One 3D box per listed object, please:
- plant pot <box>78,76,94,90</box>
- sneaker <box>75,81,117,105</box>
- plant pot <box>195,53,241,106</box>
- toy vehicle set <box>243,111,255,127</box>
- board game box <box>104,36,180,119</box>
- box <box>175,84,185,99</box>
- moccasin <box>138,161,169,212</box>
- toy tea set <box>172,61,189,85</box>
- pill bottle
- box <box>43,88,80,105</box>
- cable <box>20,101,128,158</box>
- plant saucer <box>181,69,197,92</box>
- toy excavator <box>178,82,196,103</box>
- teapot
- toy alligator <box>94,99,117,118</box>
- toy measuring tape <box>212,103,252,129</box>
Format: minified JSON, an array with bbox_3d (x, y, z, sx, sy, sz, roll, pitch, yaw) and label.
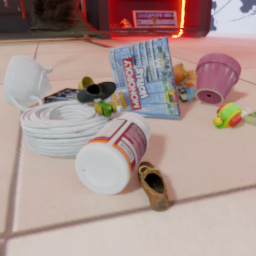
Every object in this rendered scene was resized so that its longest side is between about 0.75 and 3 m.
[{"bbox_3d":[-2.059,-1.992,13.297,0.565,0.796,0.796,-13,10,43],"label":"plant pot"},{"bbox_3d":[-0.825,-1.158,8.726,1.519,0.568,0.807,-27,4,-35],"label":"sneaker"},{"bbox_3d":[3.526,-1.868,11.453,1.794,1.794,1.606,13,67,27],"label":"plant pot"},{"bbox_3d":[5.162,-0.170,9.594,1.226,0.262,1.973,-19,30,-37],"label":"toy vehicle set"},{"bbox_3d":[0.256,-1.585,10.363,2.915,2.916,0.899,-9,15,14],"label":"board game box"},{"bbox_3d":[1.859,-1.546,12.398,1.526,0.522,0.627,-20,30,-37],"label":"box"},{"bbox_3d":[0.518,1.150,6.169,0.558,0.589,1.527,-2,24,-4],"label":"moccasin"},{"bbox_3d":[2.187,-2.369,13.334,1.529,0.952,2.571,-33,9,24],"label":"toy tea set"},{"bbox_3d":[-0.233,0.490,6.850,1.254,1.254,2.289,8,25,17],"label":"pill bottle"},{"bbox_3d":[-2.106,-1.141,11.521,2.095,0.482,1.665,9,25,19],"label":"box"},{"bbox_3d":[-1.732,-0.084,8.501,2.848,0.986,2.847,20,30,40],"label":"cable"},{"bbox_3d":[3.605,-2.220,13.634,2.595,0.486,2.595,-4,31,2],"label":"plant saucer"},{"bbox_3d":[2.741,-1.614,12.190,1.099,0.549,1.069,-15,25,4],"label":"toy excavator"},{"bbox_3d":[-3.741,-1.655,10.727,1.563,2.140,2.113,13,-2,-12],"label":"teapot"},{"bbox_3d":[-0.677,-0.538,7.827,0.522,0.379,1.576,-9,16,-13],"label":"toy alligator"},{"bbox_3d":[3.753,-0.548,9.679,2.321,0.854,0.854,-18,29,-34],"label":"toy measuring tape"}]
